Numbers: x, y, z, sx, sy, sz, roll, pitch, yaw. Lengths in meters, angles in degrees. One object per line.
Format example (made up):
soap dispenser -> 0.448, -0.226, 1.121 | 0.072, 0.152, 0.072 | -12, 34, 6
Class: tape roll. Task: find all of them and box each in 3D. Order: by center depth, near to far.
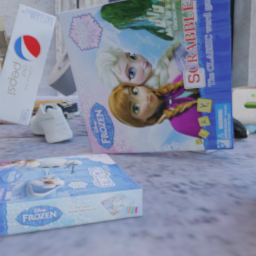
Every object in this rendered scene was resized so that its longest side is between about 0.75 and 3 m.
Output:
tape roll -> -1.640, -1.952, 8.607 | 0.656, 1.987, 1.987 | 34, -9, -27

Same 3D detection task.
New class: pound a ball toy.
pound a ball toy -> 4.733, -0.286, 8.817 | 2.933, 1.246, 1.912 | 2, -17, 15

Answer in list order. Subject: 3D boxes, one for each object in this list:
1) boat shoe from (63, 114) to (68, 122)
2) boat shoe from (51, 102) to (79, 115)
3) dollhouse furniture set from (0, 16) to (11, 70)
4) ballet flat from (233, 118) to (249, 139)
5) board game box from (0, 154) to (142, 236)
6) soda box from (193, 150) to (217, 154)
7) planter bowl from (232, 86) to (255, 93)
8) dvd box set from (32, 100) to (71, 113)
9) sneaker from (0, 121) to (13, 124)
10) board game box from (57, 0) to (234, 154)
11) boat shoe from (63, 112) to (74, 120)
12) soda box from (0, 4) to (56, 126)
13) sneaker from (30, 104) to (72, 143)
boat shoe -> -2.931, -0.378, 11.247 | 0.410, 0.363, 1.121 | 7, 11, 39
boat shoe -> -3.480, -0.951, 14.021 | 2.174, 0.672, 0.814 | 1, 13, 24
dollhouse furniture set -> -2.820, -1.596, 7.431 | 1.096, 1.743, 1.971 | -10, -16, -20
ballet flat -> 2.300, -0.346, 7.218 | 2.324, 0.660, 0.772 | 30, -27, -21
board game box -> -0.883, 0.728, 3.576 | 1.667, 0.363, 1.676 | -2, 8, -19
soda box -> 1.162, 0.038, 6.935 | 0.720, 0.771, 2.263 | -8, 11, -43
planter bowl -> 6.036, -1.237, 13.356 | 2.063, 1.389, 2.063 | -6, 10, 1
dvd box set -> -4.596, -1.123, 14.971 | 2.615, 0.384, 1.913 | -5, -3, -34
sneaker -> -4.658, -0.573, 11.644 | 1.337, 0.907, 2.314 | 9, 21, 5
board game box -> 0.418, -0.919, 5.304 | 2.909, 2.916, 0.600 | -4, 24, 17
boat shoe -> -2.744, -0.526, 12.557 | 0.289, 0.339, 1.013 | -11, 0, 16
soda box -> -2.276, -1.299, 6.157 | 0.777, 2.440, 0.831 | 15, -3, -19
sneaker -> -2.247, -0.256, 8.002 | 0.843, 0.960, 2.396 | -17, 16, -31
